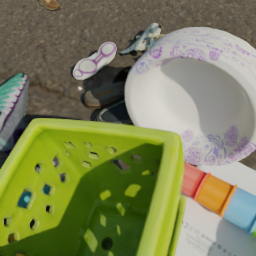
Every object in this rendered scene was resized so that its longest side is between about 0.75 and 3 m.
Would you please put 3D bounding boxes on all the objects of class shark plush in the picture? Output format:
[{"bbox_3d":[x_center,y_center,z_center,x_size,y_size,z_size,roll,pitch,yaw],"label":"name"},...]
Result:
[{"bbox_3d":[0.479,-2.923,9.560,1.693,0.769,0.705,-43,59,2],"label":"shark plush"}]

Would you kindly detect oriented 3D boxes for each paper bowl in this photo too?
[{"bbox_3d":[1.377,-0.641,5.527,2.677,2.677,1.392,21,50,19],"label":"paper bowl"}]

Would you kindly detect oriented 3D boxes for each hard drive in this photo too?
[{"bbox_3d":[1.672,1.700,5.211,1.772,0.341,2.686,29,53,28],"label":"hard drive"}]

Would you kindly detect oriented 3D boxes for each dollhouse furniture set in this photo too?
[{"bbox_3d":[0.943,-2.543,8.702,0.636,0.640,0.908,1,21,15],"label":"dollhouse furniture set"}]

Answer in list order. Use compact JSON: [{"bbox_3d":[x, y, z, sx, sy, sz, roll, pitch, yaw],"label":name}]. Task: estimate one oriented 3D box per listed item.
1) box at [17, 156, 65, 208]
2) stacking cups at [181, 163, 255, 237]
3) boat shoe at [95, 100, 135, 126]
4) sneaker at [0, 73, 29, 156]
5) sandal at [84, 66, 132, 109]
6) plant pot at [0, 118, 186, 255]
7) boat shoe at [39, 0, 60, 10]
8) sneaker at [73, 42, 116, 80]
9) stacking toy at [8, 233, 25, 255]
[{"bbox_3d":[-1.996,1.138,5.646,1.893,0.465,0.779,-15,42,-14],"label":"box"},{"bbox_3d":[1.930,1.420,4.738,2.573,0.778,0.778,24,51,25],"label":"stacking cups"},{"bbox_3d":[0.463,-0.595,7.071,2.751,0.830,1.040,-19,54,-15],"label":"boat shoe"},{"bbox_3d":[-2.723,-0.350,6.582,0.824,0.969,2.213,-13,43,20],"label":"sneaker"},{"bbox_3d":[-0.059,-1.298,7.637,2.521,0.688,1.030,-19,35,-6],"label":"sandal"},{"bbox_3d":[-0.453,1.421,3.920,2.328,2.112,2.316,7,59,24],"label":"plant pot"},{"bbox_3d":[-3.394,-5.380,11.899,1.257,0.464,0.475,31,54,26],"label":"boat shoe"},{"bbox_3d":[-0.980,-1.953,8.639,1.564,0.779,0.586,-37,86,-7],"label":"sneaker"},{"bbox_3d":[-2.022,2.019,4.474,1.546,1.130,1.130,8,39,-35],"label":"stacking toy"}]
